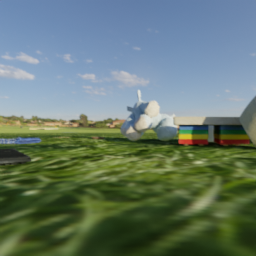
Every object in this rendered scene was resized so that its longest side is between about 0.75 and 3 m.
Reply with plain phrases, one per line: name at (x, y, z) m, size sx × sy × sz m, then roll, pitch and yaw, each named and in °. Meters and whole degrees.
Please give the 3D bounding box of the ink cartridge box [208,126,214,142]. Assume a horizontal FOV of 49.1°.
ink cartridge box at (3.759, 0.193, 12.121) m, size 1.898 × 0.813 × 1.401 m, roll -1°, pitch 0°, yaw -17°

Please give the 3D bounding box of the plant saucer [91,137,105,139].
plant saucer at (-1.645, 0.552, 15.229) m, size 0.760 × 0.131 × 0.760 m, roll -1°, pitch -1°, yaw 0°

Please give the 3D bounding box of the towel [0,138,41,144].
towel at (-4.546, 0.478, 10.790) m, size 1.907 × 0.227 × 1.381 m, roll 0°, pitch -1°, yaw 17°

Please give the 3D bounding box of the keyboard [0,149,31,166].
keyboard at (-2.651, 0.446, 3.959) m, size 2.158 × 0.222 × 1.372 m, roll 1°, pitch 5°, yaw -40°

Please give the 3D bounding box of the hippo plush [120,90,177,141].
hippo plush at (1.039, -0.094, 12.998) m, size 2.158 × 2.137 × 2.683 m, roll 32°, pitch 7°, yaw -21°

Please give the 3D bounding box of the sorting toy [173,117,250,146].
sorting toy at (2.909, 0.119, 9.721) m, size 2.620 × 0.917 × 2.635 m, roll 0°, pitch 0°, yaw 10°

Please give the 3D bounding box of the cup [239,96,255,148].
cup at (3.739, -0.159, 7.329) m, size 1.311 × 1.833 × 1.833 m, roll -32°, pitch -13°, yaw 21°
